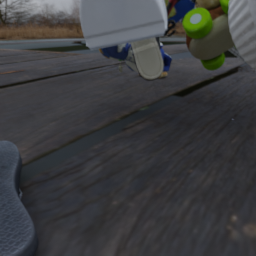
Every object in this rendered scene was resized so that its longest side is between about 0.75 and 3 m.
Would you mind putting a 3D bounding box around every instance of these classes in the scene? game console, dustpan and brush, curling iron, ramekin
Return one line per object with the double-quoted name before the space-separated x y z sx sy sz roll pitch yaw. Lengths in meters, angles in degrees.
"game console" 1.377 -3.826 8.563 0.633 0.914 1.071 -20 -4 -36
"dustpan and brush" -0.261 -2.470 4.435 1.494 2.141 0.613 -6 35 17
"curling iron" 0.935 -2.416 5.253 0.372 1.501 0.192 19 29 -2
"ramekin" 2.965 -1.982 4.418 2.771 2.771 1.454 -2 0 -4

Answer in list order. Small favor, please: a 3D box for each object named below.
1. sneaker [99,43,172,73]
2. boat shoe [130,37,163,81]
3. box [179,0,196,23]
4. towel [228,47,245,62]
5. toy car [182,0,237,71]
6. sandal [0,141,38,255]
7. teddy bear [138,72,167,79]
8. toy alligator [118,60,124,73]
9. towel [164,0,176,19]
"sneaker" 0.285 -2.063 7.078 1.217 1.039 2.761 15 5 27
"boat shoe" 0.301 -1.927 5.732 0.720 1.982 0.621 -11 0 4
"box" 2.140 -4.654 9.582 1.326 1.527 2.311 41 40 16
"towel" 3.606 -3.600 9.120 0.983 1.902 2.297 -38 71 -19
"toy car" 2.180 -3.197 7.604 1.903 2.412 1.982 -29 -30 18
"sandal" -1.996 1.053 4.129 1.015 0.572 2.671 -16 35 -19
"teddy bear" 1.231 -2.800 14.074 1.069 0.492 1.474 -15 26 -39
"toy alligator" -0.151 -2.207 8.009 0.352 1.297 0.384 -27 46 -21
"towel" 0.969 -3.605 8.530 1.004 0.721 0.114 -10 29 51
